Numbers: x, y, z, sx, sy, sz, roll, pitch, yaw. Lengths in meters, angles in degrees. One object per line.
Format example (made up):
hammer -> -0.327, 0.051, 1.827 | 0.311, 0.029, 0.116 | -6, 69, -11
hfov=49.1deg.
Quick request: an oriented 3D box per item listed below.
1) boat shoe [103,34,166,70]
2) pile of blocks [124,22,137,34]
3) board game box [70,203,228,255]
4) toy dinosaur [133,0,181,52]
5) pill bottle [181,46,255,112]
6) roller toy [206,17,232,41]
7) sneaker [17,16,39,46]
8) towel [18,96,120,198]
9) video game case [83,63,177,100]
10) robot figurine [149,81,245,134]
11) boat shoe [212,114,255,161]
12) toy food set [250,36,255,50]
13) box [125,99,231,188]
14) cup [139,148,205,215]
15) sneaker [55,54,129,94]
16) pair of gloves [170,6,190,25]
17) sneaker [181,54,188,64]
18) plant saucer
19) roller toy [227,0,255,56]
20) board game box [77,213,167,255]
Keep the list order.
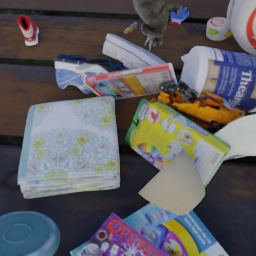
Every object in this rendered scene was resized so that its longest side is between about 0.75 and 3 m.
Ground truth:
boat shoe -> 0.184, -2.354, 9.738 | 2.570, 0.897, 0.911 | 31, 25, 15
pile of blocks -> 0.163, -3.920, 11.034 | 0.775, 0.318, 0.241 | -47, 108, -27
board game box -> 0.486, 2.752, 5.697 | 2.653, 0.622, 2.002 | -26, 55, -20
toy dinosaur -> 0.783, -4.020, 9.054 | 1.455, 2.846, 1.095 | -24, 24, 7
pill bottle -> 3.192, -1.355, 8.271 | 2.961, 1.643, 1.643 | 8, 50, -7
roller toy -> 3.567, -3.896, 11.094 | 0.947, 0.662, 0.864 | -8, 49, 2
sneaker -> -3.946, -4.117, 11.055 | 0.679, 1.002, 1.734 | -18, 53, -14
towel -> -1.520, 0.392, 7.549 | 2.500, 0.703, 2.920 | -5, 53, -2
video game case -> 0.153, -1.223, 7.830 | 2.320, 1.659, 0.202 | -7, 77, 14
robot figurine -> 1.735, -0.342, 7.640 | 2.430, 1.761, 0.707 | 24, 38, 11
boat shoe -> 2.630, 0.290, 6.792 | 0.786, 2.543, 0.926 | -20, 82, -55
toy food set -> 4.246, -2.216, 8.304 | 1.475, 0.359, 1.460 | 48, 28, 25
box -> 1.102, 0.402, 7.057 | 2.458, 1.442, 0.595 | 36, 30, 23
cup -> 1.004, 1.200, 5.720 | 0.938, 1.311, 1.311 | 45, 62, 11
sneaker -> -1.030, -1.665, 9.129 | 2.682, 1.033, 1.016 | 8, 25, -8
pair of gloves -> 1.736, -5.069, 12.354 | 1.835, 0.209, 1.476 | 17, 53, 12
sneaker -> 2.166, -2.156, 9.606 | 0.387, 0.331, 0.888 | -32, 85, 14
plant saucer -> -2.277, 2.247, 5.795 | 1.712, 0.235, 1.712 | 6, 20, -2
roller toy -> 4.739, -3.885, 9.506 | 2.416, 2.649, 1.851 | 31, 34, -19
board game box -> 0.104, 2.664, 5.180 | 2.018, 0.326, 1.211 | 31, 55, 22
